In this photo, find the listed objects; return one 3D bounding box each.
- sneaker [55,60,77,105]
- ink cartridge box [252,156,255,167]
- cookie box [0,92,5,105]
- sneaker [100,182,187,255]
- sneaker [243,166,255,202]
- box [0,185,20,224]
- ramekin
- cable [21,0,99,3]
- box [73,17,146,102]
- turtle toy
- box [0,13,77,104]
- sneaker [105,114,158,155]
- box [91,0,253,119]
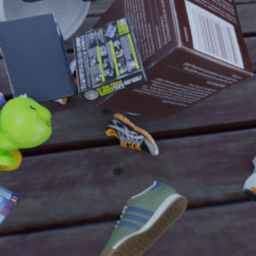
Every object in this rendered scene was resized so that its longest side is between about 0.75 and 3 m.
[{"bbox_3d":[-2.244,-1.698,9.663,0.896,0.737,1.948,10,54,12],"label":"sneaker"},{"bbox_3d":[4.593,1.209,7.533,1.890,0.809,1.395,-4,55,-5],"label":"ink cartridge box"},{"bbox_3d":[-4.833,-1.054,9.358,0.958,0.421,1.120,-38,64,-25],"label":"cookie box"},{"bbox_3d":[0.145,1.520,4.589,1.631,0.547,0.732,-39,36,-10],"label":"sneaker"},{"bbox_3d":[2.876,0.912,4.678,1.000,2.641,1.215,12,75,44],"label":"sneaker"},{"bbox_3d":[-2.899,1.584,5.025,1.100,1.611,0.304,36,13,-20],"label":"box"},{"bbox_3d":[-2.596,-3.941,7.982,2.852,2.852,1.497,-36,63,-23],"label":"ramekin"},{"bbox_3d":[-1.702,-3.543,6.764,2.673,0.679,2.181,-27,46,-34],"label":"cable"},{"bbox_3d":[-0.373,-1.255,5.033,1.139,0.315,1.422,-18,57,9],"label":"box"},{"bbox_3d":[-2.779,0.051,5.230,2.756,2.009,1.393,5,80,8],"label":"turtle toy"},{"bbox_3d":[-2.058,-1.497,6.775,1.250,2.335,1.733,-14,98,-7],"label":"box"},{"bbox_3d":[0.101,0.320,8.298,1.827,0.715,0.706,34,71,28],"label":"sneaker"},{"bbox_3d":[0.856,-1.895,6.740,2.393,2.884,2.369,7,68,-37],"label":"box"}]
